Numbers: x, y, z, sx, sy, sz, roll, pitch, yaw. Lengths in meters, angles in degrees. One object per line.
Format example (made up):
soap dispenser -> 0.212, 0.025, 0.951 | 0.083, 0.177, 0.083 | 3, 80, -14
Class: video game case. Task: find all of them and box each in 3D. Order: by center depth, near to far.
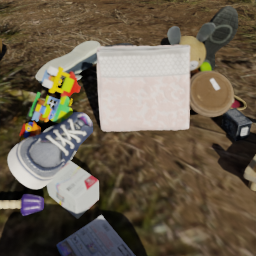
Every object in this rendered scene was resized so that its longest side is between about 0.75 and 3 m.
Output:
video game case -> -0.619, 2.430, 5.403 | 1.066, 0.267, 1.176 | -26, 44, -29

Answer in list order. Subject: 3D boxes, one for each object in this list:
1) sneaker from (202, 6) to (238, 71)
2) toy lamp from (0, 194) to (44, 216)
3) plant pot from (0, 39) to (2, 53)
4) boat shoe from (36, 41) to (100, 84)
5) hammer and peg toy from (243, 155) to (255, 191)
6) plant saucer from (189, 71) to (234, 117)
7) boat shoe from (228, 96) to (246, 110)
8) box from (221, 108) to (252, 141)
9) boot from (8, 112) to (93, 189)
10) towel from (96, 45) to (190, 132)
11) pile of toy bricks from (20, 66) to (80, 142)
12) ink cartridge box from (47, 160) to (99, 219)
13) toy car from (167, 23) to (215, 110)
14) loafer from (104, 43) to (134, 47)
sneaker -> 3.063, -3.269, 10.791 | 1.102, 2.902, 1.317 | 19, 27, -18
toy lamp -> -2.726, 1.700, 6.170 | 1.682, 0.490, 0.490 | -1, 38, 1
plant pot -> -6.224, -2.935, 11.368 | 1.836, 1.836, 1.970 | -6, 50, -7
boat shoe -> -2.247, -2.424, 11.067 | 1.110, 0.917, 2.966 | 26, 55, 30
hammer and peg toy -> 4.290, 0.814, 6.953 | 2.049, 0.982, 2.785 | 25, 44, 31
plant saucer -> 2.472, -1.061, 8.429 | 1.474, 0.217, 1.474 | 0, 77, -1
boat shoe -> 3.127, -0.889, 8.875 | 1.539, 0.570, 0.511 | 10, -3, -30
box -> 3.234, -0.115, 8.421 | 0.437, 0.606, 0.816 | -13, 38, -11
boot -> -1.543, 0.273, 6.189 | 1.273, 1.025, 2.817 | -42, 9, 7
towel -> 0.446, -1.058, 8.019 | 2.645, 2.527, 0.426 | -1, 25, 5
pile of toy bricks -> -2.091, -0.450, 7.906 | 1.196, 2.422, 1.344 | 22, 4, -24
ink cartridge box -> -1.265, 1.369, 6.389 | 0.989, 0.715, 0.719 | 29, 47, 27
toy car -> 1.952, -2.118, 9.120 | 2.168, 2.639, 2.082 | -9, 51, -6
loafer -> -0.641, -3.056, 11.658 | 2.275, 0.773, 0.799 | 7, 24, 43
